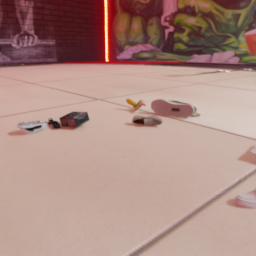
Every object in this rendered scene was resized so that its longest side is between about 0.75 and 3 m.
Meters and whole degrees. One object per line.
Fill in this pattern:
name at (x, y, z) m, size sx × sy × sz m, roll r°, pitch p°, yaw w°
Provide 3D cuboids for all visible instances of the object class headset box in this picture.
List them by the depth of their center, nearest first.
headset box at (-2.416, -0.397, 12.782) m, size 1.164 × 0.450 × 0.866 m, roll 3°, pitch 26°, yaw 39°

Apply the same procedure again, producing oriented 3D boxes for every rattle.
rattle at (0.470, -1.419, 15.224) m, size 0.766 × 0.840 × 1.176 m, roll -36°, pitch 8°, yaw -9°

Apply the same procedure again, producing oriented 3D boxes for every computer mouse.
computer mouse at (-3.934, -0.056, 12.256) m, size 1.899 × 0.417 × 1.041 m, roll -10°, pitch 24°, yaw -44°

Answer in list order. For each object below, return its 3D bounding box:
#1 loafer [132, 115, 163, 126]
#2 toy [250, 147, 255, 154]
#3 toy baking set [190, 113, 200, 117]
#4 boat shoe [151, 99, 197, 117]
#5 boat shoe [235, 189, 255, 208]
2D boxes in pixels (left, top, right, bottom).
loafer at (0.867, -0.291, 12.886) m, size 1.425 × 0.498 × 0.497 m, roll 3°, pitch 32°, yaw 21°
toy at (4.950, 0.810, 9.539) m, size 0.992 × 0.407 × 1.723 m, roll 19°, pitch 26°, yaw 40°
toy baking set at (3.326, -0.686, 14.668) m, size 0.883 × 0.103 × 0.678 m, roll -3°, pitch 15°, yaw -11°
boat shoe at (2.357, -1.010, 14.611) m, size 2.382 × 0.842 × 0.759 m, roll 13°, pitch 15°, yaw 26°
boat shoe at (3.310, 1.632, 6.907) m, size 1.385 × 0.453 × 0.509 m, roll -4°, pitch 18°, yaw -11°
